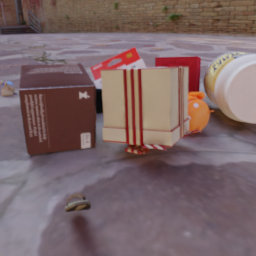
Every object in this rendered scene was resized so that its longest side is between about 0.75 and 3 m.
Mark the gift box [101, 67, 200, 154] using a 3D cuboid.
[{"bbox_3d":[0.626,-0.495,7.264,2.271,2.121,2.096,6,15,29],"label":"gift box"}]

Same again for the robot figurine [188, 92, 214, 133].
[{"bbox_3d":[1.754,-0.518,8.829,1.362,1.104,1.894,-22,33,-30],"label":"robot figurine"}]

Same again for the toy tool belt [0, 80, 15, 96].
[{"bbox_3d":[-5.539,-1.914,12.806,0.686,0.675,1.099,-10,25,-23],"label":"toy tool belt"}]

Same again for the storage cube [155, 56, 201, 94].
[{"bbox_3d":[2.000,-1.924,11.091,1.598,1.681,1.870,3,11,18],"label":"storage cube"}]

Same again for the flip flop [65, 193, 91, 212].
[{"bbox_3d":[-0.895,1.290,4.884,0.414,0.294,1.021,-3,-12,-14],"label":"flip flop"}]

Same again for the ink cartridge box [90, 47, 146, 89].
[{"bbox_3d":[-0.355,-2.179,11.263,2.147,1.892,0.480,-25,-17,4],"label":"ink cartridge box"}]

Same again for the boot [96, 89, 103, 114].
[{"bbox_3d":[-1.990,-1.223,10.921,2.554,0.945,2.093,-10,25,-13],"label":"boot"}]

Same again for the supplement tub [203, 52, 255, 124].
[{"bbox_3d":[3.868,-1.426,9.485,2.149,2.149,2.976,1,17,3],"label":"supplement tub"}]

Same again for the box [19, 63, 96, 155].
[{"bbox_3d":[-2.051,-0.674,8.110,1.867,1.886,2.273,-5,28,-17],"label":"box"}]
